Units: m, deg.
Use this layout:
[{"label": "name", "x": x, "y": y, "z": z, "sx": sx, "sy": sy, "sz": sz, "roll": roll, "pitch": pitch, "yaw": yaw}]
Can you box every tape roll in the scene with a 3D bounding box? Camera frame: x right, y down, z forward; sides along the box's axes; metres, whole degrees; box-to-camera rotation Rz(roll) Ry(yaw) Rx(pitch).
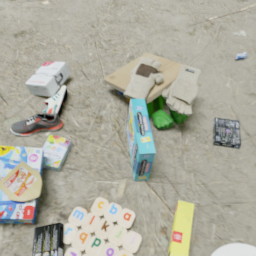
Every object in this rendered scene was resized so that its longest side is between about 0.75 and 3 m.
[{"label": "tape roll", "x": 3.215, "y": 4.457, "z": 7.662, "sx": 2.425, "sy": 0.443, "sz": 2.425, "roll": 0, "pitch": 52, "yaw": -1}]

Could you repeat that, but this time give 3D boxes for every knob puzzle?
[{"label": "knob puzzle", "x": -3.271, "y": 1.797, "z": 8.803, "sx": 1.340, "sy": 0.186, "sz": 1.340, "roll": 6, "pitch": 59, "yaw": -10}]

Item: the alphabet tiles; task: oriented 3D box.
[{"label": "alphabet tiles", "x": -0.870, "y": 3.413, "z": 8.653, "sx": 2.397, "sy": 0.175, "sz": 2.344, "roll": 19, "pitch": 56, "yaw": 16}]

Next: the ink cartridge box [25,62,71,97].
[{"label": "ink cartridge box", "x": -3.599, "y": -2.217, "z": 12.664, "sx": 1.219, "sy": 0.700, "sz": 1.678, "roll": 8, "pitch": 51, "yaw": 26}]

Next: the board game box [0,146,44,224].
[{"label": "board game box", "x": -4.131, "y": 1.797, "z": 9.119, "sx": 2.391, "sy": 0.682, "sz": 2.442, "roll": 5, "pitch": 60, "yaw": -11}]

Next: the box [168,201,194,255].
[{"label": "box", "x": 1.542, "y": 3.321, "z": 8.362, "sx": 0.528, "sy": 0.793, "sz": 2.106, "roll": 12, "pitch": 53, "yaw": 9}]

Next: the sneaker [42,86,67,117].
[{"label": "sneaker", "x": -3.156, "y": -1.212, "z": 12.075, "sx": 0.805, "sy": 0.606, "sz": 1.721, "roll": 9, "pitch": 55, "yaw": 0}]

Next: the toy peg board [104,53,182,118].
[{"label": "toy peg board", "x": 0.890, "y": -1.841, "z": 12.371, "sx": 2.746, "sy": 1.343, "sz": 2.735, "roll": -35, "pitch": 44, "yaw": -25}]

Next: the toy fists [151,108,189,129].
[{"label": "toy fists", "x": 1.775, "y": -0.422, "z": 11.515, "sx": 1.581, "sy": 0.544, "sz": 0.806, "roll": -22, "pitch": 47, "yaw": -15}]

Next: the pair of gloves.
[{"label": "pair of gloves", "x": 1.357, "y": -1.693, "z": 10.943, "sx": 2.739, "sy": 0.480, "sz": 2.329, "roll": 14, "pitch": 57, "yaw": 5}]

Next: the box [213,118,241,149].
[{"label": "box", "x": 3.931, "y": 0.188, "z": 11.177, "sx": 1.012, "sy": 0.275, "sz": 1.263, "roll": 8, "pitch": 52, "yaw": 6}]

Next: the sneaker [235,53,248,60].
[{"label": "sneaker", "x": 5.758, "y": -3.609, "z": 14.197, "sx": 0.759, "sy": 0.287, "sz": 0.292, "roll": -25, "pitch": 52, "yaw": -17}]

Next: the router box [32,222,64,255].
[{"label": "router box", "x": -2.402, "y": 3.513, "z": 8.391, "sx": 0.875, "sy": 0.299, "sz": 1.173, "roll": -14, "pitch": 51, "yaw": 8}]

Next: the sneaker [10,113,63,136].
[{"label": "sneaker", "x": -3.708, "y": -0.285, "z": 11.188, "sx": 2.053, "sy": 0.841, "sz": 0.791, "roll": -10, "pitch": 52, "yaw": -8}]

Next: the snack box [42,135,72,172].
[{"label": "snack box", "x": -2.770, "y": 0.932, "z": 10.534, "sx": 0.917, "sy": 0.342, "sz": 1.289, "roll": 11, "pitch": 54, "yaw": 10}]

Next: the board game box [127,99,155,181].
[{"label": "board game box", "x": 0.392, "y": 0.419, "z": 10.003, "sx": 0.553, "sy": 1.779, "sz": 2.357, "roll": -2, "pitch": 51, "yaw": -7}]
